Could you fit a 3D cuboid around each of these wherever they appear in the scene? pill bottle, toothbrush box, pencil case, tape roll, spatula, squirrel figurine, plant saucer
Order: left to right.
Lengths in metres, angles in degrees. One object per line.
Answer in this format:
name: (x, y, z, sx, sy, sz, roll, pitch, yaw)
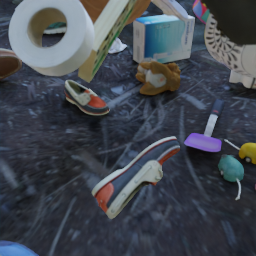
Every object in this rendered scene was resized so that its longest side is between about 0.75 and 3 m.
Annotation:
tape roll: (-1.245, -1.552, 4.613, 1.329, 1.329, 0.465, 8, -5, 11)
plant saucer: (-0.545, -3.515, 6.671, 2.390, 2.390, 0.386, 4, 45, 6)
squirrel figurine: (0.959, -1.705, 9.092, 1.470, 1.040, 1.372, 6, 23, -17)
toothbrush box: (1.340, -3.398, 10.725, 2.173, 1.591, 0.927, -16, 38, -20)
spatula: (2.191, -0.153, 7.298, 0.795, 0.289, 2.814, 17, 38, 19)
pencil case: (2.576, -3.730, 7.246, 0.938, 2.122, 0.938, 23, 37, -19)
pill bottle: (4.317, -1.765, 8.814, 1.988, 1.152, 1.152, 11, 37, 16)

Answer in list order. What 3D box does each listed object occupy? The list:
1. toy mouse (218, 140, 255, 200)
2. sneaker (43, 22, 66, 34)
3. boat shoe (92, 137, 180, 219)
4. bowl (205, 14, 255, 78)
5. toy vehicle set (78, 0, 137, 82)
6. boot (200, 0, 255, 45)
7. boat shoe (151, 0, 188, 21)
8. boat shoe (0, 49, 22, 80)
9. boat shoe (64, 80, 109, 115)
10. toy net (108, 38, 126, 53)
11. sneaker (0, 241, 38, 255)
toy mouse: (2.566, 0.865, 5.796, 1.849, 0.358, 1.643, 26, 43, 31)
sneaker: (-3.374, -5.328, 13.785, 2.610, 1.190, 1.012, -3, 35, -4)
boat shoe: (0.176, 0.584, 3.479, 1.288, 0.458, 0.403, -34, 64, -14)
bowl: (2.862, -1.744, 5.400, 2.495, 2.495, 1.171, -4, 56, -5)
toy vehicle set: (-0.341, -2.110, 5.740, 0.288, 1.348, 2.169, 29, 72, -4)
boot: (0.509, -0.971, 1.977, 0.461, 0.823, 1.189, -43, 42, -14)
boat shoe: (1.256, -3.640, 8.524, 1.306, 0.427, 0.481, 46, 46, 7)
boat shoe: (-4.821, -1.659, 8.841, 2.939, 1.113, 1.055, -20, 43, -12)
boat shoe: (-1.231, -0.887, 8.115, 1.715, 0.537, 0.611, 29, 43, 33)
toy net: (-1.167, -3.262, 11.442, 2.810, 0.543, 1.474, -21, 41, -28)
sneaker: (-1.364, 2.162, 3.736, 1.799, 0.665, 0.740, 19, 42, 26)
